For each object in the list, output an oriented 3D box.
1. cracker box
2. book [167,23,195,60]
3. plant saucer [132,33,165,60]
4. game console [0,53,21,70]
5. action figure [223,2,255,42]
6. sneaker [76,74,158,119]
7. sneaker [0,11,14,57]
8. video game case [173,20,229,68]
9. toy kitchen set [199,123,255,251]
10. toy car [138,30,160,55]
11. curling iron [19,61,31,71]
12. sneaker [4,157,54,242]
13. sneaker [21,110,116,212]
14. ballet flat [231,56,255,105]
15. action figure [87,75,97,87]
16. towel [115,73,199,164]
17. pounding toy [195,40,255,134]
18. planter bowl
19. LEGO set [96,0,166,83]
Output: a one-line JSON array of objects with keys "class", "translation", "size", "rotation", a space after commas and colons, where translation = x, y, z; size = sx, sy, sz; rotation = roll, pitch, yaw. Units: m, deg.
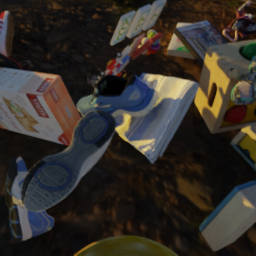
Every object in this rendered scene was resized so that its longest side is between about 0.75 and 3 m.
[{"class": "cracker box", "translation": [-2.680, -0.587, 7.280], "size": [2.721, 1.823, 0.785], "rotation": [11, 54, 24]}, {"class": "book", "translation": [2.490, -3.616, 11.637], "size": [1.333, 0.479, 1.995], "rotation": [12, 53, 13]}, {"class": "plant saucer", "translation": [0.645, -2.800, 9.459], "size": [0.191, 1.038, 1.040], "rotation": [53, 42, -8]}, {"class": "game console", "translation": [-4.287, -1.030, 7.720], "size": [2.154, 2.499, 1.483], "rotation": [28, 55, -3]}, {"class": "action figure", "translation": [5.086, -4.491, 12.208], "size": [1.359, 1.510, 2.028], "rotation": [41, 34, -10]}, {"class": "sneaker", "translation": [-0.491, -0.854, 7.109], "size": [2.544, 1.134, 0.999], "rotation": [-9, 47, 42]}, {"class": "sneaker", "translation": [-5.593, -3.899, 11.490], "size": [1.530, 0.969, 2.720], "rotation": [-5, 51, -9]}, {"class": "video game case", "translation": [3.040, -3.307, 10.942], "size": [1.855, 0.262, 2.053], "rotation": [-22, 68, -28]}, {"class": "toy kitchen set", "translation": [2.746, 1.240, 6.969], "size": [2.798, 1.648, 2.241], "rotation": [-6, 46, -33]}, {"class": "toy car", "translation": [0.878, -3.239, 10.897], "size": [0.714, 0.952, 0.833], "rotation": [32, 56, -4]}, {"class": "curling iron", "translation": [-3.080, -1.463, 8.022], "size": [0.325, 1.312, 0.168], "rotation": [-20, 73, -45]}, {"class": "sneaker", "translation": [-2.490, 1.670, 6.883], "size": [0.894, 0.879, 2.321], "rotation": [1, 42, -32]}, {"class": "sneaker", "translation": [-0.952, 0.663, 4.993], "size": [0.788, 0.921, 2.115], "rotation": [41, 76, 16]}, {"class": "ballet flat", "translation": [2.903, -1.075, 6.209], "size": [0.644, 0.644, 1.790], "rotation": [28, 54, 22]}, {"class": "action figure", "translation": [-0.755, -1.539, 9.800], "size": [1.299, 0.451, 0.845], "rotation": [12, 44, 6]}, {"class": "towel", "translation": [0.496, -0.459, 7.239], "size": [2.043, 0.331, 2.781], "rotation": [-60, 27, 2]}, {"class": "pounding toy", "translation": [3.322, -1.182, 7.874], "size": [2.618, 2.844, 2.022], "rotation": [-10, 50, -9]}, {"class": "planter bowl", "translation": [-0.036, 3.529, 4.890], "size": [2.863, 1.193, 2.863], "rotation": [0, 48, 0]}, {"class": "LEGO set", "translation": [0.076, -2.309, 8.627], "size": [0.730, 2.973, 2.221], "rotation": [42, 49, 7]}]
